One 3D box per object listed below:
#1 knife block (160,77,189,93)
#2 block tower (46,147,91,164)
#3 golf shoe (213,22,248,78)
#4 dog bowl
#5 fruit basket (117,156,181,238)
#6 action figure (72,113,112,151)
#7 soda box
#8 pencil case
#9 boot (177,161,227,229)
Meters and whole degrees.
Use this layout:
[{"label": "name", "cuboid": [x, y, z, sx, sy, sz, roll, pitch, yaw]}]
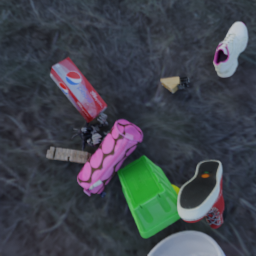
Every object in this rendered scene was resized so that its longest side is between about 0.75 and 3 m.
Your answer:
[{"label": "knife block", "cuboid": [1.485, -1.444, 8.708, 0.667, 0.243, 0.759, -44, 59, -5]}, {"label": "block tower", "cuboid": [-1.737, 0.814, 8.227, 1.224, 0.354, 0.330, 8, 77, 0]}, {"label": "golf shoe", "cuboid": [3.115, -2.476, 8.546, 0.674, 0.819, 1.789, 15, 85, 43]}, {"label": "dog bowl", "cuboid": [1.343, 3.608, 6.488, 2.262, 2.262, 0.891, -40, 109, -9]}, {"label": "fruit basket", "cuboid": [0.759, 1.910, 7.428, 1.480, 2.052, 2.052, -31, 78, 0]}, {"label": "action figure", "cuboid": [-0.775, 0.133, 8.114, 1.800, 0.919, 1.070, 5, 62, 1]}, {"label": "soda box", "cuboid": [-1.468, -1.096, 8.257, 0.650, 0.589, 1.857, -39, 90, -26]}, {"label": "pencil case", "cuboid": [-0.489, 0.815, 7.445, 0.962, 0.993, 2.119, 34, 109, -1]}, {"label": "boot", "cuboid": [1.955, 2.037, 6.909, 0.858, 2.368, 1.709, -4, 105, 31]}]
